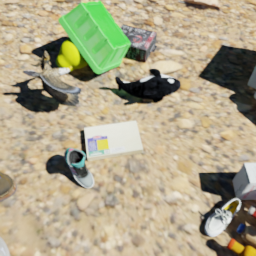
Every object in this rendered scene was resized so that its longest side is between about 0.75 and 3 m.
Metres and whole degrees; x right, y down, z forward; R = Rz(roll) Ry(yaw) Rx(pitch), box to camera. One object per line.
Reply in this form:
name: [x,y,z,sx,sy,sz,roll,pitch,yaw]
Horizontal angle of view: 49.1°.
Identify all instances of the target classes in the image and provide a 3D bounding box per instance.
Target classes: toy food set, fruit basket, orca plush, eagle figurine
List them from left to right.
eagle figurine: [-2.640,-1.719,10.251,2.029,1.531,1.540,63,30,2]
fruit basket: [-1.742,-3.468,11.849,2.989,2.989,2.156,30,37,20]
orca plush: [0.663,-1.573,10.623,2.526,1.329,0.898,16,26,10]
toy food set: [3.935,2.469,7.637,1.249,1.325,2.776,31,94,21]

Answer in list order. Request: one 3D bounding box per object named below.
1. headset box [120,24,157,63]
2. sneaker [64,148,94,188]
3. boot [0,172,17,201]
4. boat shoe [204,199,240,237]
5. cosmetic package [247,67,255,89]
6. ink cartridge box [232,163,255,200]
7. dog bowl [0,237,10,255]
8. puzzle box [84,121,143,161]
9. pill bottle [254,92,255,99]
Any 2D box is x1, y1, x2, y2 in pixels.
headset box: [0.357,-3.869,12.827,1.931,0.724,1.435,17,56,12]
sneaker: [-1.489,1.221,8.712,0.608,0.878,1.455,-33,88,-19]
boot: [-4.668,2.008,8.207,2.486,1.205,0.929,-31,59,-21]
boat shoe: [2.806,2.568,8.167,1.434,0.611,0.530,-32,60,-21]
cosmetic package: [6.614,-2.814,11.085,2.274,2.288,2.734,28,59,19]
ink cartridge box: [4.208,1.622,8.481,1.685,1.228,0.698,-1,54,0]
dog bowl: [-4.492,3.760,7.206,2.615,0.767,2.615,0,55,0]
puzzle box: [-0.547,0.433,9.962,1.950,0.248,1.297,-8,54,-5]
pill bottle: [5.780,-0.814,10.260,1.260,1.260,2.108,-28,59,-19]
